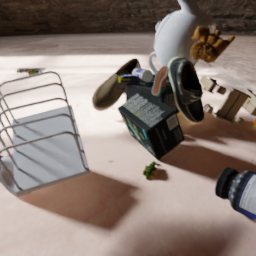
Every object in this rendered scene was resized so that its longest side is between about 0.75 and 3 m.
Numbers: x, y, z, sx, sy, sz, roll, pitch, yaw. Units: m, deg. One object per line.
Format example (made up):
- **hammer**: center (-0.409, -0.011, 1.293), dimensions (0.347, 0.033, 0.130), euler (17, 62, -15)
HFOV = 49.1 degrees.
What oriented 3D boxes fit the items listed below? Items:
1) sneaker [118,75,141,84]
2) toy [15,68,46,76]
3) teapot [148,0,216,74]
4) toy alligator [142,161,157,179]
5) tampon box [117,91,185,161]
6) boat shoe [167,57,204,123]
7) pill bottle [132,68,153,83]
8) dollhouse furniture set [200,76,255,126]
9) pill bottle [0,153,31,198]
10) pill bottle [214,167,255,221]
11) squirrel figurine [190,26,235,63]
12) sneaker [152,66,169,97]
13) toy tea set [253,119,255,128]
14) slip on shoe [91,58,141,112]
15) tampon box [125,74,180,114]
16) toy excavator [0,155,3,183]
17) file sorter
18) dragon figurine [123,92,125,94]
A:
- **sneaker**: center (0.094, -1.951, 11.143), dimensions (0.939, 0.347, 0.386), euler (10, 22, 23)
- **toy**: center (-3.946, -2.241, 11.364), dimensions (1.095, 0.259, 0.631), euler (-4, -4, -35)
- **teapot**: center (2.026, -3.651, 11.606), dimensions (2.123, 2.906, 2.869), euler (35, 2, 15)
- **toy alligator**: center (0.643, 1.122, 7.957), dimensions (0.317, 0.230, 0.956), euler (8, 25, 15)
- **tampon box**: center (0.700, -0.124, 8.821), dimensions (1.105, 1.312, 1.751), euler (-35, 40, -11)
- **boat shoe**: center (2.302, -1.282, 10.417), dimensions (0.995, 2.770, 0.936), euler (-35, 28, -18)
- **pill bottle**: center (0.557, -2.138, 11.287), dimensions (0.518, 0.518, 0.895), euler (-12, 22, -25)
- **dollhouse furniture set**: center (2.774, -0.789, 7.983), dimensions (1.783, 0.924, 0.789), euler (17, 27, -18)
- **pill bottle**: center (-2.315, 0.895, 7.418), dimensions (1.079, 1.079, 1.904), euler (14, 27, 28)
- **pill bottle**: center (2.873, 1.534, 6.100), dimensions (0.991, 0.991, 1.772), euler (-22, 32, -40)
- **squirrel figurine**: center (2.491, -2.670, 8.863), dimensions (1.128, 0.855, 1.208), euler (42, 74, 4)
- **sneaker**: center (1.172, -1.627, 9.920), dimensions (0.402, 1.125, 0.450), euler (23, 2, 27)
- **toy tea set**: center (5.283, -0.320, 10.920), dimensions (1.451, 0.537, 0.863), euler (8, 52, -29)
- **slip on shoe**: center (-0.468, -1.888, 11.898), dimensions (1.093, 0.871, 2.875), euler (42, 69, 18)
- **tampon box**: center (1.230, -1.286, 11.827), dimensions (1.724, 1.452, 2.300), euler (16, 29, 34)
- **toy excavator**: center (-3.120, 1.080, 7.742), dimensions (0.537, 1.075, 1.045), euler (19, 74, 33)
- **file sorter**: center (-1.920, -0.022, 6.113), dimensions (1.550, 1.391, 2.234), euler (-16, 47, -10)
- **dragon figurine**: center (-0.260, -1.931, 14.774), dimensions (0.245, 0.414, 0.833), euler (-23, 14, -39)
